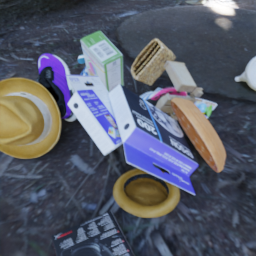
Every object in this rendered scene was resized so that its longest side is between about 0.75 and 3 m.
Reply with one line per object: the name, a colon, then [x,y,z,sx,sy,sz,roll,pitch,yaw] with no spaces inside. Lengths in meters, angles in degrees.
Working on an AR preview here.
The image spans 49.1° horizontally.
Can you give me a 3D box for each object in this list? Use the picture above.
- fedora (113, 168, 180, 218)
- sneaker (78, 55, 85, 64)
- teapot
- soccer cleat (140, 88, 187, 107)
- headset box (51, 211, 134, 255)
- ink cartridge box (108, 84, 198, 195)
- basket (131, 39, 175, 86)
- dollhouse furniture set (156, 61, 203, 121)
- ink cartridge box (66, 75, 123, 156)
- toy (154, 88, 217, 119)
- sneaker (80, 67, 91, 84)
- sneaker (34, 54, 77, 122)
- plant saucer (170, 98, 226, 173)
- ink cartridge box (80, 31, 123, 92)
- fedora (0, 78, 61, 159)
fedora: [0.496,1.898,7.719,1.835,0.748,1.835,-4,36,3]
sneaker: [-2.075,-3.687,14.800,1.151,0.440,0.465,-3,40,-6]
teapot: [6.120,-2.406,12.509,1.829,1.805,1.336,39,12,11]
soccer cleat: [1.131,-1.174,10.839,2.221,0.776,0.959,-15,30,16]
headset box: [-0.642,3.113,6.185,1.545,0.802,2.076,-18,44,-21]
ink cartridge box: [0.825,0.292,8.068,2.788,0.611,2.814,30,29,-35]
basket: [0.748,-2.524,10.342,1.148,1.542,1.100,8,40,-56]
dollhouse furniture set: [1.429,-1.039,9.789,1.241,2.394,1.060,0,55,-32]
ink cartridge box: [-0.760,-0.457,7.767,0.473,2.179,2.158,-34,-2,19]
toy: [2.100,-1.169,11.548,2.778,0.656,1.599,23,44,25]
sneaker: [-2.057,-2.548,13.390,0.524,0.471,1.273,-7,39,-5]
sneaker: [-2.726,-1.589,9.773,1.420,0.992,2.855,9,49,-58]
plant saucer: [2.053,0.130,8.070,0.459,2.454,2.454,-33,43,4]
ink cartridge box: [-0.879,-2.008,10.460,0.816,2.751,1.428,-31,64,-16]
fedora: [-3.410,-0.209,8.323,2.724,2.724,1.111,6,10,8]
